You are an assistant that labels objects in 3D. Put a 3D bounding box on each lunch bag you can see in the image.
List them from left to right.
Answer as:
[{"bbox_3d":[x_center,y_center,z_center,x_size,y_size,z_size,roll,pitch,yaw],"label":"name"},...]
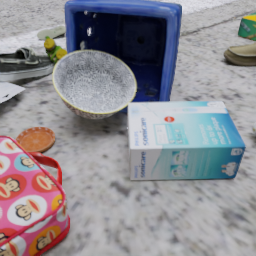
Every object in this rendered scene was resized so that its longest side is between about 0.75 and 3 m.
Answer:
[{"bbox_3d":[-2.320,1.208,5.045,2.328,1.083,2.643,-29,47,-32],"label":"lunch bag"}]

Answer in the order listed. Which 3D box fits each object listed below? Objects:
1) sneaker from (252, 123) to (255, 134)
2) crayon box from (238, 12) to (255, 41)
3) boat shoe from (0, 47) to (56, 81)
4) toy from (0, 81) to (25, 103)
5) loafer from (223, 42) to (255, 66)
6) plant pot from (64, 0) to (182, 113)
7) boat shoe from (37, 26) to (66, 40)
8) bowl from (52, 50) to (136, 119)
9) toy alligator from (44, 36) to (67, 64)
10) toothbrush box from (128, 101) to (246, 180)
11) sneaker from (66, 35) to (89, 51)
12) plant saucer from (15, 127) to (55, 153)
[{"bbox_3d":[4.227,-0.003,6.788,2.280,0.840,1.317,-9,42,-10],"label":"sneaker"},{"bbox_3d":[6.505,-4.211,12.086,1.684,0.826,2.835,-29,47,-32],"label":"crayon box"},{"bbox_3d":[-3.349,-2.195,9.281,0.914,0.823,2.585,26,32,23],"label":"boat shoe"},{"bbox_3d":[-4.584,-1.064,8.223,2.585,0.610,1.489,20,32,9],"label":"toy"},{"bbox_3d":[4.901,-2.869,10.350,2.647,0.893,1.006,0,38,1],"label":"loafer"},{"bbox_3d":[0.095,-2.266,8.137,2.876,2.876,2.586,11,34,15],"label":"plant pot"},{"bbox_3d":[-3.399,-4.178,12.488,1.292,0.464,0.437,-20,5,-13],"label":"boat shoe"},{"bbox_3d":[-0.921,-0.956,7.363,2.106,0.988,2.106,8,56,-12],"label":"bowl"},{"bbox_3d":[-2.165,-2.282,9.642,2.414,0.800,0.580,41,89,15],"label":"toy alligator"},{"bbox_3d":[1.150,0.239,6.360,2.311,0.986,1.692,-1,38,1],"label":"toothbrush box"},{"bbox_3d":[-0.738,-2.897,10.387,2.998,1.108,1.228,13,31,4],"label":"sneaker"},{"bbox_3d":[-2.288,0.312,6.941,0.950,0.153,0.950,-1,38,1],"label":"plant saucer"}]
